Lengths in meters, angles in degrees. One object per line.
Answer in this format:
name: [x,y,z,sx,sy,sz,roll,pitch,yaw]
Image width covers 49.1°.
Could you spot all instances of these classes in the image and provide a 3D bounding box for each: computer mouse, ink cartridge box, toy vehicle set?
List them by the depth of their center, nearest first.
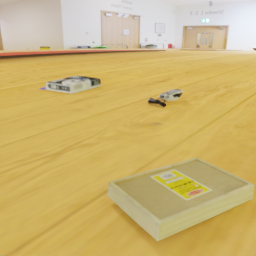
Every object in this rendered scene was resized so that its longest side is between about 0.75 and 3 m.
toy vehicle set: [0.930,1.085,4.873,2.185,0.290,1.358,-9,21,-32]
computer mouse: [1.651,-1.233,11.627,1.751,0.384,0.960,-23,25,-37]
ink cartridge box: [-2.986,-2.288,14.436,2.288,0.496,2.266,10,22,30]
